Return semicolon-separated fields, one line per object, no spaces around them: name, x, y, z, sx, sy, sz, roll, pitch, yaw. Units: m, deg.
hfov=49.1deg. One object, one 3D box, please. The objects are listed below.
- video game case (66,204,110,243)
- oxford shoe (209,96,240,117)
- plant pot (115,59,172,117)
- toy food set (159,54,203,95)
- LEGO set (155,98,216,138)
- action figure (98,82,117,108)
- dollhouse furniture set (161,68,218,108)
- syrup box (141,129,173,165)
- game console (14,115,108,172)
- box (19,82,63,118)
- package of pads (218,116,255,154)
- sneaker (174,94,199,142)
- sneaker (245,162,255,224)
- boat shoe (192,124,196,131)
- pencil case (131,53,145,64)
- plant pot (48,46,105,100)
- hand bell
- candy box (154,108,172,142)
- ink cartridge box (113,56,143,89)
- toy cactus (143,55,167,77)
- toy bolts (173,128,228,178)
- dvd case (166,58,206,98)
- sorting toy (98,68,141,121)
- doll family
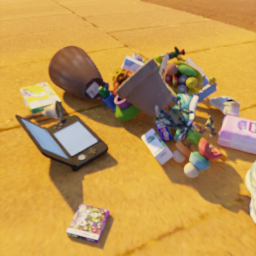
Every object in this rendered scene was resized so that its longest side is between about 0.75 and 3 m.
video game case;-1.093;2.621;7.767;0.907;0.179;1.001;9;36;13
oxford shoe;4.193;-1.064;12.085;0.850;0.652;2.259;5;18;-6
plant pot;0.738;-1.360;10.400;1.641;1.882;1.882;47;43;-4
toy food set;2.067;-2.151;11.829;2.150;1.265;0.702;35;25;23
LEGO set;2.004;-0.203;10.254;2.490;0.706;1.617;30;47;-6
action figure;-0.818;-1.454;13.365;1.449;0.783;1.498;0;60;11
dollhouse furniture set;2.426;-2.182;12.292;2.231;1.456;2.107;-32;50;18
syrup box;1.016;0.645;9.947;0.532;0.551;1.352;-39;33;4
game console;-2.315;0.179;9.921;2.262;1.497;2.572;-29;48;-23
box;-4.170;-1.410;13.190;1.435;0.591;2.445;-18;42;-23
package of pads;4.556;0.308;10.504;2.187;0.827;1.318;15;38;19
sneaker;2.113;-0.400;11.075;0.953;0.928;2.394;14;53;9
sneaker;3.999;1.875;8.025;0.985;1.095;2.537;2;35;2
boat shoe;2.382;-0.140;11.579;0.976;0.335;0.276;19;38;25
pencil case;0.035;-2.928;14.308;0.822;1.839;0.715;-9;60;-54
plant pot;-2.219;-2.354;13.250;2.262;2.262;2.420;-23;47;-29
hand bell;-3.665;-0.564;11.714;1.660;0.864;0.864;-11;35;6
candy box;1.352;-0.166;11.009;0.437;0.960;1.136;-18;34;11
ink cartridge box;0.004;-2.517;13.650;0.957;1.651;0.560;23;26;-8
toy cactus;1.704;-2.704;14.670;2.467;1.529;2.989;23;34;0
toy bolts;2.393;1.054;9.321;1.710;1.241;1.790;38;9;-5
dvd case;2.471;-2.128;12.347;0.195;1.573;1.182;16;36;-54
sorting toy;-0.351;-1.600;12.139;1.768;1.208;2.942;-28;37;19
doll family;2.510;-2.752;13.547;1.353;2.340;0.918;-13;44;15
